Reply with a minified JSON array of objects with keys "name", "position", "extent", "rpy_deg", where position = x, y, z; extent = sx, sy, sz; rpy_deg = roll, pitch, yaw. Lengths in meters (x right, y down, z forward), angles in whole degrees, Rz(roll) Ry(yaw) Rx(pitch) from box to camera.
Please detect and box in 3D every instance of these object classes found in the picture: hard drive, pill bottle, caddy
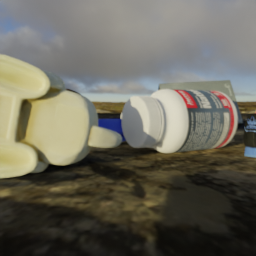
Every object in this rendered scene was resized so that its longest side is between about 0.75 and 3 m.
[{"name":"hard drive","position":[2.395,-0.772,9.542],"extent":[2.541,1.773,0.418],"rpy_deg":[-3,-28,-3]},{"name":"pill bottle","position":[1.336,-0.186,7.395],"extent":[2.783,1.664,1.664],"rpy_deg":[-3,5,-31]},{"name":"caddy","position":[-0.570,0.186,9.030],"extent":[1.361,0.714,0.962],"rpy_deg":[-1,-19,-2]}]

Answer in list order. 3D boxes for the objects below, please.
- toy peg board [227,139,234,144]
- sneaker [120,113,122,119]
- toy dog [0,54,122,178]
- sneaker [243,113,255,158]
[{"name":"toy peg board","position":[2.975,0.249,9.511],"extent":[0.947,0.465,0.951],"rpy_deg":[4,6,42]},{"name":"sneaker","position":[1.138,-0.615,16.139],"extent":[2.973,1.117,1.709],"rpy_deg":[1,0,-32]},{"name":"toy dog","position":[-1.639,-0.239,6.127],"extent":[2.868,2.064,2.958],"rpy_deg":[0,2,-7]},{"name":"sneaker","position":[3.962,0.105,7.261],"extent":[2.796,1.089,0.981],"rpy_deg":[-4,5,-39]}]
